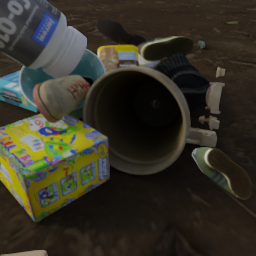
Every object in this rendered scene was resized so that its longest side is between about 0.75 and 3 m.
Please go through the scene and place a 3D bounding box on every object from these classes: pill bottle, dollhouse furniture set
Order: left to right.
[{"bbox_3d":[-2.597,-2.511,6.857,2.945,1.675,1.675,30,17,-32],"label":"pill bottle"},{"bbox_3d":[1.833,-0.629,7.002,0.931,1.907,1.627,9,9,14],"label":"dollhouse furniture set"}]

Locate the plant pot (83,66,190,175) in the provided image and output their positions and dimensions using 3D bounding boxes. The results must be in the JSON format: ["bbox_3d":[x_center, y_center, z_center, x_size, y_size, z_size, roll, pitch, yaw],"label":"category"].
[{"bbox_3d":[0.406,-0.371,6.632,2.318,2.318,2.011,11,21,17],"label":"plant pot"}]

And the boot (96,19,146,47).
[{"bbox_3d":[-0.442,-3.347,11.271,2.041,0.703,2.190,26,-8,-10],"label":"boot"}]

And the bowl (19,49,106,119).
[{"bbox_3d":[-1.790,-1.132,8.130,2.348,1.228,2.348,1,61,-2],"label":"bowl"}]

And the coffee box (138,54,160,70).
[{"bbox_3d":[0.367,-1.923,9.959,1.083,1.094,1.095,-19,37,-28],"label":"coffee box"}]

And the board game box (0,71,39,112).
[{"bbox_3d":[-3.323,-1.346,9.572,2.248,0.527,1.697,18,36,26],"label":"board game box"}]

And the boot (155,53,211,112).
[{"bbox_3d":[1.400,-1.404,8.714,2.636,0.992,1.971,-12,54,-40],"label":"boot"}]

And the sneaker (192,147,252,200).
[{"bbox_3d":[1.735,0.802,5.274,0.456,1.360,0.610,-52,22,-12],"label":"sneaker"}]

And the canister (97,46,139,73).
[{"bbox_3d":[-0.264,-1.554,8.628,1.347,1.813,0.785,-4,-9,-7],"label":"canister"}]

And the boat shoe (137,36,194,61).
[{"bbox_3d":[1.283,-2.832,9.733,2.208,0.789,0.726,-17,41,-27],"label":"boat shoe"}]

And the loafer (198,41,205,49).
[{"bbox_3d":[3.923,-4.375,14.650,0.295,0.338,0.939,4,30,-5],"label":"loafer"}]

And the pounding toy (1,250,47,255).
[{"bbox_3d":[-2.075,2.262,3.178,2.352,1.225,2.678,-8,3,-2],"label":"pounding toy"}]

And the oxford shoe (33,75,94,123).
[{"bbox_3d":[-1.332,-0.814,6.177,0.917,0.864,2.453,-25,17,10],"label":"oxford shoe"}]

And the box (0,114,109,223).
[{"bbox_3d":[-1.658,0.610,5.867,1.785,1.130,1.853,-26,39,-35],"label":"box"}]
